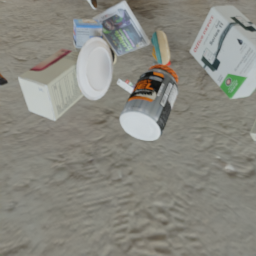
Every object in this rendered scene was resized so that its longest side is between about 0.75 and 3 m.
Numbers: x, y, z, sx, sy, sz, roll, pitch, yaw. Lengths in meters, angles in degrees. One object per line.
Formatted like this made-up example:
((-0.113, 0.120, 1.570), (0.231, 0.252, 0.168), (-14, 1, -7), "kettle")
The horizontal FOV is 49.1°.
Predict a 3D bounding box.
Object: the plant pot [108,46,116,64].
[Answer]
((-1.530, -3.504, 14.871), (1.410, 1.410, 1.291), (18, 57, 18), "plant pot")

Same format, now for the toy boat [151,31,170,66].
((1.257, -2.950, 11.302), (0.787, 1.693, 1.423), (-11, 65, 8), "toy boat")

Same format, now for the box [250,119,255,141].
((4.742, -0.151, 9.693), (0.579, 0.474, 1.218), (10, 63, 48), "box")

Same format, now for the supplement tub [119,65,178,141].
((0.655, -0.751, 7.794), (1.229, 1.229, 2.005), (15, 56, 16), "supplement tub")

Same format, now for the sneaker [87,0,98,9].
((-1.551, -5.307, 11.568), (0.323, 0.886, 0.375), (-31, 14, -26), "sneaker")

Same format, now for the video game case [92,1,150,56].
((-0.324, -4.420, 12.749), (1.962, 2.159, 0.252), (-7, 43, 42), "video game case")

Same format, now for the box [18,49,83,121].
((-2.478, -1.597, 9.967), (1.256, 1.474, 2.305), (19, 45, 22), "box")

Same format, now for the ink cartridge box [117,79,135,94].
((-0.026, -1.652, 10.909), (0.807, 0.440, 0.203), (35, 67, -2), "ink cartridge box")

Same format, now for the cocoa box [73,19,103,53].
((-1.606, -3.643, 11.053), (1.050, 1.034, 1.575), (-3, 29, -13), "cocoa box")

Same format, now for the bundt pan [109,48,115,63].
((-0.980, -3.055, 12.012), (0.836, 0.836, 0.314), (-32, 31, -30), "bundt pan")

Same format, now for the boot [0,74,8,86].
((-5.157, -2.233, 10.934), (0.361, 0.992, 1.054), (-26, 82, 4), "boot")

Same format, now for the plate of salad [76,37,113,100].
((-1.170, -2.011, 9.603), (0.507, 2.113, 2.113), (11, 42, 28), "plate of salad")

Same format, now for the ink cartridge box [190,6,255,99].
((3.779, -2.789, 10.247), (1.175, 2.074, 2.829), (-12, 55, -27), "ink cartridge box")
